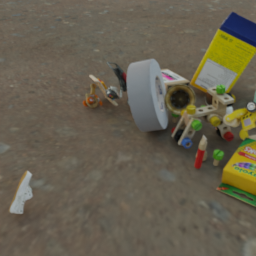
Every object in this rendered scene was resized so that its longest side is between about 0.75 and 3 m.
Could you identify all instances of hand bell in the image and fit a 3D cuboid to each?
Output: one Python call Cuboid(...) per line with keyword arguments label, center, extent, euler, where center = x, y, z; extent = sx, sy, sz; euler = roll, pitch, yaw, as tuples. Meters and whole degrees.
Cuboid(label="hand bell", center=(1.895, -1.055, 10.112), extent=(1.012, 1.012, 1.943), euler=(8, 10, 11))

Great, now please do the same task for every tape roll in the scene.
Cuboid(label="tape roll", center=(0.684, -1.031, 9.065), extent=(0.751, 2.274, 2.274), euler=(-8, 32, 18))

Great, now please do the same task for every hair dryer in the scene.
Cuboid(label="hair dryer", center=(0.168, -1.562, 10.631), extent=(2.270, 0.617, 1.729), euler=(23, 56, -35))

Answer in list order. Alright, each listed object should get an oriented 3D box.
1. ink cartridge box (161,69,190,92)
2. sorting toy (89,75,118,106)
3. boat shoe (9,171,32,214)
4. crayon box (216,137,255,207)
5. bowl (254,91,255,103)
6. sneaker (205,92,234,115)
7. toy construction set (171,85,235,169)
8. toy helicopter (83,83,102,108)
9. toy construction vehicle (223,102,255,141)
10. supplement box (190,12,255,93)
Cuboid(label="ink cartridge box", center=(1.581, -1.913, 11.777), extent=(1.281, 0.584, 1.555), euler=(-13, 37, -32))
Cuboid(label="sorting toy", center=(-0.905, -1.446, 10.582), extent=(0.232, 1.271, 1.176), euler=(-40, 28, -2))
Cuboid(label="boat shoe", center=(-2.420, 1.520, 6.537), extent=(0.383, 1.104, 0.391), euler=(21, 16, -18))
Cuboid(label="crayon box", center=(3.415, 1.137, 7.495), extent=(1.312, 0.525, 2.067), euler=(20, 42, 32))
Cuboid(label="bowl", center=(5.102, -0.801, 9.968), extent=(1.491, 0.780, 1.491), euler=(13, 33, -8))
Cuboid(label="sneaker", center=(3.418, -0.869, 10.441), extent=(0.661, 0.568, 1.560), euler=(17, 33, -28))
Cuboid(label="toy construction set", center=(2.314, -0.226, 8.298), extent=(1.989, 1.832, 2.385), euler=(7, 36, 7))
Cuboid(label="toy helicopter", center=(-1.331, -1.246, 10.858), extent=(0.686, 0.409, 1.038), euler=(17, 63, -33))
Cuboid(label="toy construction vehicle", center=(4.140, -0.399, 7.771), extent=(2.212, 2.541, 0.895), euler=(15, 50, -56))
Cuboid(label="supplement box", center=(3.771, -2.658, 10.717), extent=(1.494, 2.745, 1.503), euler=(32, 48, 10))
